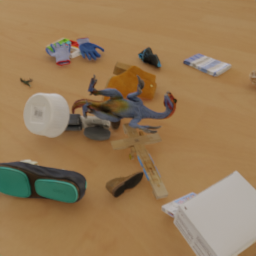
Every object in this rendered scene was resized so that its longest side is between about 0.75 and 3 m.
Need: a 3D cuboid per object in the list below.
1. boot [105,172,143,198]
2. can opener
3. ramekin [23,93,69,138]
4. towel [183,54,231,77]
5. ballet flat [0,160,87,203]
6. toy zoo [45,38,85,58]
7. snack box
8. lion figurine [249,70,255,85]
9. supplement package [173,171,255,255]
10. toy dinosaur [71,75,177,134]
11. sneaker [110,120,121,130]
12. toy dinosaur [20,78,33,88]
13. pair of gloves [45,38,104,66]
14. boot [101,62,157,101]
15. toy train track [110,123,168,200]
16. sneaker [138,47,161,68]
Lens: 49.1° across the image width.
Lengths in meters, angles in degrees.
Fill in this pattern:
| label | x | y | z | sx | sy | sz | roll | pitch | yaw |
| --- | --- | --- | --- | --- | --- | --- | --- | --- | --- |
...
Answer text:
| label | x | y | z | sx | sy | sz | roll | pitch | yaw |
| --- | --- | --- | --- | --- | --- | --- | --- | --- | --- |
| boot | -0.081 | 1.390 | 7.427 | 0.460 | 0.449 | 1.220 | 26 | 31 | 38 |
| can opener | -1.739 | -0.092 | 9.159 | 2.388 | 0.628 | 0.794 | 4 | 47 | 7 |
| ramekin | -2.566 | -0.406 | 8.656 | 1.396 | 1.396 | 0.680 | 26 | 10 | 28 |
| towel | 3.671 | -2.971 | 13.008 | 1.380 | 0.224 | 1.879 | -30 | 48 | -32 |
| ballet flat | -2.335 | 1.340 | 7.294 | 2.775 | 1.014 | 1.014 | 6 | 40 | 13 |
| toy zoo | -2.984 | -4.082 | 14.355 | 2.087 | 0.213 | 1.369 | 22 | 44 | 23 |
| snack box | 1.369 | 1.878 | 6.870 | 1.134 | 0.138 | 0.408 | -11 | 19 | -36 |
| lion figurine | 6.095 | -2.234 | 11.777 | 1.500 | 0.888 | 2.449 | 17 | 28 | 31 |
| supplement package | 2.102 | 2.016 | 6.119 | 1.700 | 0.943 | 1.324 | -24 | 52 | -19 |
| toy dinosaur | 0.028 | -0.787 | 8.743 | 2.699 | 1.562 | 2.974 | 11 | 2 | -29 |
| sneaker | -0.496 | -0.351 | 9.709 | 0.373 | 0.400 | 1.059 | 6 | 63 | -19 |
| toy dinosaur | -4.204 | -1.935 | 11.774 | 0.844 | 0.200 | 0.372 | 31 | 63 | 32 |
| pair of gloves | -2.581 | -3.756 | 13.711 | 2.724 | 0.310 | 2.190 | -13 | 46 | -17 |
| boot | 0.094 | -1.406 | 10.646 | 1.843 | 0.906 | 2.574 | 21 | 57 | -1 |
| toy train track | 0.418 | 0.928 | 8.136 | 1.558 | 0.442 | 2.717 | -9 | 47 | -19 |
| sneaker | 1.011 | -3.168 | 13.080 | 0.690 | 0.617 | 1.684 | -26 | 39 | -2 |
